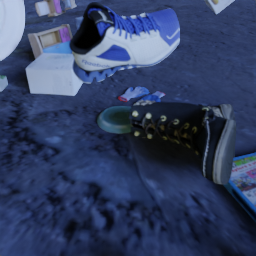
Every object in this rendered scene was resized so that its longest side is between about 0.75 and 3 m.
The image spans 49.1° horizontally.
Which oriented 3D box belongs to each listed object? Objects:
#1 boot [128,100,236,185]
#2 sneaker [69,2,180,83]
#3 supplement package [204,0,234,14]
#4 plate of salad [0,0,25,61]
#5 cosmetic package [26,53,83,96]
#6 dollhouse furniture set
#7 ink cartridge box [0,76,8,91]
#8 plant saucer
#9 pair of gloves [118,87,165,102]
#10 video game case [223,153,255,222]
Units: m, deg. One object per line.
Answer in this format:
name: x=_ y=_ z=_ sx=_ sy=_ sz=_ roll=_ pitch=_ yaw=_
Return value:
boot: x=1.037 y=0.129 z=5.938 sx=2.289 sy=1.094 sz=3.031 roll=6 pitch=21 yaw=17
sneaker: x=-0.074 y=-1.253 z=3.816 sx=1.680 sy=0.970 sz=0.679 roll=-23 pitch=70 yaw=-2
supplement package: x=2.162 y=-3.636 z=7.145 sx=0.653 sy=1.148 sz=0.629 roll=-36 pitch=40 yaw=20
plate of salad: x=-2.926 y=-2.139 z=5.199 sx=1.993 sy=1.993 sz=0.479 roll=-5 pitch=12 yaw=-7
cosmetic package: x=-2.309 y=-1.797 z=9.192 sx=1.463 sy=0.899 sz=1.458 roll=2 pitch=34 yaw=6
dollhouse furniture set: x=-2.129 y=-3.510 z=10.268 sx=2.677 sy=2.527 sz=1.747 roll=10 pitch=34 yaw=36
ink cartridge box: x=-4.468 y=-1.459 z=9.193 sx=0.782 sy=0.325 sz=0.573 roll=1 pitch=34 yaw=1
plant saucer: x=-0.207 y=-0.279 z=7.590 sx=1.276 sy=0.175 sz=1.276 roll=0 pitch=33 yaw=0
pair of gloves: x=0.452 y=-0.941 z=8.596 sx=1.359 sy=0.155 sz=1.092 roll=25 pitch=43 yaw=34
video game case: x=3.091 y=1.345 z=5.043 sx=1.960 sy=0.244 sz=2.739 roll=-11 pitch=34 yaw=-15
